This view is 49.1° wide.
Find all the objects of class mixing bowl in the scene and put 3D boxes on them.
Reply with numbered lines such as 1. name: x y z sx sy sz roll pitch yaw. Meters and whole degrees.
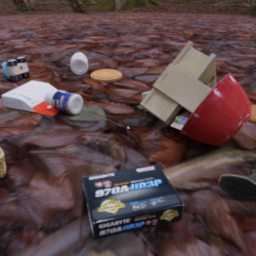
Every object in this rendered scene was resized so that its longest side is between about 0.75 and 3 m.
1. mixing bowl: 2.745 -0.330 8.245 1.246 2.301 2.301 41 41 15

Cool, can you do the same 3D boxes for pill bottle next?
1. pill bottle: -2.461 -0.999 10.566 1.360 0.755 0.755 15 31 26
2. pill bottle: -2.685 -3.552 15.365 0.910 0.910 1.605 -4 28 -8

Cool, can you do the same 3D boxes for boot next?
1. boot: 2.847 1.255 6.668 1.448 0.561 1.002 17 25 4

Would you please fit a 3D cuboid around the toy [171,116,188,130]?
1. toy: 2.091 -0.094 8.998 1.252 0.296 0.721 21 42 26

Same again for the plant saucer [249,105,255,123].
1. plant saucer: 4.952 -0.516 10.258 1.381 0.258 1.381 -1 28 0

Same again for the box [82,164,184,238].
1. box: 0.042 1.516 6.146 1.907 0.439 1.516 -7 28 -13

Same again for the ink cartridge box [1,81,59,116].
1. ink cartridge box: -3.550 -1.262 11.388 2.323 0.663 1.888 7 29 21

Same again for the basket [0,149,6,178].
1. basket: -3.803 0.625 7.158 1.053 1.099 1.475 -22 34 -36

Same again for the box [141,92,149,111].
1. box: 1.630 -1.234 10.885 2.122 0.725 0.872 -17 10 -29

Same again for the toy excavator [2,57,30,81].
1. toy excavator: -6.070 -3.151 14.714 2.003 1.001 1.948 3 25 24

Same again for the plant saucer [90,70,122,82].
1. plant saucer: -1.138 -2.747 14.536 1.622 0.262 1.622 1 27 0

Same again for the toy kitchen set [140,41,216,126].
1. toy kitchen set: 2.375 -0.979 10.100 2.231 2.735 2.467 38 -1 23
